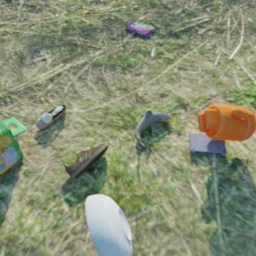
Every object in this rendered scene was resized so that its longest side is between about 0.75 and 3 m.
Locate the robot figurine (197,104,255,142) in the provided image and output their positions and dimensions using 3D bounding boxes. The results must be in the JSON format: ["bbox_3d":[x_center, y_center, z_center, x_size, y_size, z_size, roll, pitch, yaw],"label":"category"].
[{"bbox_3d":[3.687,-0.165,10.217,2.252,1.620,1.313,5,33,-18],"label":"robot figurine"}]

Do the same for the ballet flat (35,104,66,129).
[{"bbox_3d":[-3.184,-0.536,11.615,0.525,0.518,1.541,46,61,-3],"label":"ballet flat"}]

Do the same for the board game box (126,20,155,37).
[{"bbox_3d":[0.697,-5.767,16.186,1.463,0.236,0.878,28,60,21],"label":"board game box"}]

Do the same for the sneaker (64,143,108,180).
[{"bbox_3d":[-1.529,1.042,10.246,0.687,0.641,1.820,42,62,13],"label":"sneaker"}]

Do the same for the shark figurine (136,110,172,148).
[{"bbox_3d":[0.739,-0.246,11.243,1.251,0.874,2.095,31,55,22],"label":"shark figurine"}]

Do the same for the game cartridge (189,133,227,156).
[{"bbox_3d":[3.081,0.635,10.907,1.389,0.267,0.901,5,46,3],"label":"game cartridge"}]

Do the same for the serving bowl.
[{"bbox_3d":[-0.405,2.820,7.806,0.711,2.162,2.162,-23,53,3],"label":"serving bowl"}]

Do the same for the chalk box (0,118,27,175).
[{"bbox_3d":[-5.087,0.561,9.945,1.820,1.811,2.925,34,59,24],"label":"chalk box"}]
